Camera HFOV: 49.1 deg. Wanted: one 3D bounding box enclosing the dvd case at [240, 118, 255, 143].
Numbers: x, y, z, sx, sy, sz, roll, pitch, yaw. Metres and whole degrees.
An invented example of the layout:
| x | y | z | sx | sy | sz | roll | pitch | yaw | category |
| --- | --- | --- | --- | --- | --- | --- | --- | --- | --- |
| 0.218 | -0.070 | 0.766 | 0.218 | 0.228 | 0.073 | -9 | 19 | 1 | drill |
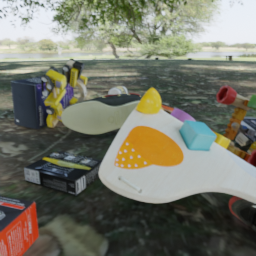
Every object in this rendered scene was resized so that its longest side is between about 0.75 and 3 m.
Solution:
| x | y | z | sx | sy | sz | roll | pitch | yaw | category |
| --- | --- | --- | --- | --- | --- | --- | --- | --- | --- |
| 4.830 | 0.162 | 8.649 | 2.605 | 0.322 | 1.958 | 2 | 22 | -8 | dvd case |

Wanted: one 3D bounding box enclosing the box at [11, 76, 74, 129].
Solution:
| x | y | z | sx | sy | sz | roll | pitch | yaw | category |
| --- | --- | --- | --- | --- | --- | --- | --- | --- | --- |
| -3.199 | -1.072 | 10.768 | 1.169 | 1.658 | 2.241 | 11 | 22 | 23 | box |

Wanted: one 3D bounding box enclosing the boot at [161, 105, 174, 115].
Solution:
| x | y | z | sx | sy | sz | roll | pitch | yaw | category |
| --- | --- | --- | --- | --- | --- | --- | --- | --- | --- |
| 1.569 | -0.622 | 11.365 | 0.772 | 0.540 | 1.440 | -7 | 26 | -32 | boot |

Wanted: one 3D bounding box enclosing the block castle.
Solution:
| x | y | z | sx | sy | sz | roll | pitch | yaw | category |
| --- | --- | --- | --- | --- | --- | --- | --- | --- | --- |
| 2.748 | -0.020 | 6.539 | 1.244 | 1.772 | 2.651 | 21 | 6 | -16 | block castle |

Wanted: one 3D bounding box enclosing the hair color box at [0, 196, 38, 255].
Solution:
| x | y | z | sx | sy | sz | roll | pitch | yaw | category |
| --- | --- | --- | --- | --- | --- | --- | --- | --- | --- |
| -2.297 | 1.716 | 3.527 | 1.168 | 0.705 | 2.301 | 6 | 19 | 15 | hair color box |

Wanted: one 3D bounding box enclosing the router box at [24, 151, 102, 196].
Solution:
| x | y | z | sx | sy | sz | roll | pitch | yaw | category |
| --- | --- | --- | --- | --- | --- | --- | --- | --- | --- |
| -1.436 | 0.984 | 6.399 | 1.418 | 0.370 | 1.115 | 9 | 20 | 26 | router box |

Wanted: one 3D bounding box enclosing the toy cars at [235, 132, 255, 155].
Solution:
| x | y | z | sx | sy | sz | roll | pitch | yaw | category |
| --- | --- | --- | --- | --- | --- | --- | --- | --- | --- |
| 3.370 | 0.497 | 7.903 | 0.319 | 0.645 | 1.439 | -44 | 17 | 8 | toy cars |

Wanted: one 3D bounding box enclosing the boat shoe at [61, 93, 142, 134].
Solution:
| x | y | z | sx | sy | sz | roll | pitch | yaw | category |
| --- | --- | --- | --- | --- | --- | --- | --- | --- | --- |
| -0.690 | -0.510 | 9.128 | 2.979 | 1.090 | 0.933 | -8 | 27 | -18 | boat shoe |

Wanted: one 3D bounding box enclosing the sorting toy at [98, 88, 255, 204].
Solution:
| x | y | z | sx | sy | sz | roll | pitch | yaw | category |
| --- | --- | --- | --- | --- | --- | --- | --- | --- | --- |
| 1.245 | 0.649 | 4.636 | 2.563 | 1.521 | 2.847 | 24 | -2 | 11 | sorting toy |

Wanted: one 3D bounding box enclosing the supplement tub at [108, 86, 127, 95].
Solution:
| x | y | z | sx | sy | sz | roll | pitch | yaw | category |
| --- | --- | --- | --- | --- | --- | --- | --- | --- | --- |
| -0.511 | -1.760 | 14.494 | 0.734 | 0.734 | 1.016 | 7 | 19 | 21 | supplement tub |

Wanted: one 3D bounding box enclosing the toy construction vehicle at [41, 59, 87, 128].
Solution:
| x | y | z | sx | sy | sz | roll | pitch | yaw | category |
| --- | --- | --- | --- | --- | --- | --- | --- | --- | --- |
| -2.129 | -1.230 | 9.781 | 0.869 | 2.468 | 2.149 | 19 | 44 | 4 | toy construction vehicle |

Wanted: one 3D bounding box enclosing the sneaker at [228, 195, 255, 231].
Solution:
| x | y | z | sx | sy | sz | roll | pitch | yaw | category |
| --- | --- | --- | --- | --- | --- | --- | --- | --- | --- |
| 2.311 | 1.509 | 4.276 | 0.885 | 0.641 | 1.812 | -13 | 23 | -41 | sneaker |
